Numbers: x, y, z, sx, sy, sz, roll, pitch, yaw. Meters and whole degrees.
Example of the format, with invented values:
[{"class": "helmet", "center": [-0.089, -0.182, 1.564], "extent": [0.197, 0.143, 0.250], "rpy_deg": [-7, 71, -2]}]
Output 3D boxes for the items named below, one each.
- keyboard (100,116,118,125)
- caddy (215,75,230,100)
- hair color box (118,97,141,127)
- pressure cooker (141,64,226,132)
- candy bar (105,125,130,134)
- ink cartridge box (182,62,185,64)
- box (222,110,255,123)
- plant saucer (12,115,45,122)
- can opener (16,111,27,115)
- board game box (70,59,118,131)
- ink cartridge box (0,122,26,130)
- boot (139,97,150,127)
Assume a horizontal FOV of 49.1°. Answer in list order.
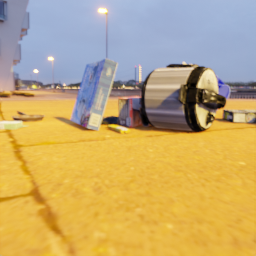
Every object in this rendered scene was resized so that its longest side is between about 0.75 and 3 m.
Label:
[{"class": "keyboard", "center": [-1.028, -0.526, 13.786], "extent": [1.357, 0.517, 2.607], "rpy_deg": [1, 7, 8]}, {"class": "caddy", "center": [4.197, -1.675, 15.045], "extent": [1.804, 2.551, 1.339], "rpy_deg": [42, 2, -1]}, {"class": "hair color box", "center": [0.276, -0.770, 12.768], "extent": [0.718, 1.245, 2.246], "rpy_deg": [4, 9, 22]}, {"class": "pressure cooker", "center": [2.259, -1.104, 10.788], "extent": [2.866, 2.560, 2.521], "rpy_deg": [7, 44, 37]}, {"class": "candy bar", "center": [-0.425, 0.036, 10.809], "extent": [0.411, 0.183, 1.648], "rpy_deg": [-5, 9, -25]}, {"class": "ink cartridge box", "center": [2.517, -2.019, 15.130], "extent": [1.133, 2.690, 1.945], "rpy_deg": [37, 5, 2]}, {"class": "box", "center": [6.227, -0.596, 14.098], "extent": [2.445, 0.541, 1.959], "rpy_deg": [1, 7, 4]}, {"class": "plant saucer", "center": [-5.118, -0.491, 14.391], "extent": [1.625, 0.261, 1.625], "rpy_deg": [-1, 7, 0]}, {"class": "can opener", "center": [-5.990, -0.775, 15.758], "extent": [0.791, 0.251, 0.311], "rpy_deg": [28, 21, 24]}, {"class": "board game box", "center": [-1.558, -1.429, 11.965], "extent": [0.601, 2.770, 2.757], "rpy_deg": [16, 0, -24]}, {"class": "ink cartridge box", "center": [-4.859, -0.140, 11.825], "extent": [0.859, 0.283, 1.181], "rpy_deg": [1, 10, 6]}, {"class": "boot", "center": [1.020, -0.652, 12.479], "extent": [0.795, 2.264, 1.655], "rpy_deg": [-2, 41, 27]}]
